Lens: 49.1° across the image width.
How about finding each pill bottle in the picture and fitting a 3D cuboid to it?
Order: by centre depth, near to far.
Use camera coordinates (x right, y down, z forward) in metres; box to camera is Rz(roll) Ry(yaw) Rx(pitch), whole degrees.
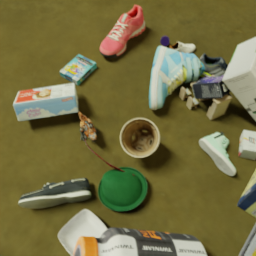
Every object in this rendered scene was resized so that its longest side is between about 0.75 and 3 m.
[{"bbox_3d":[0.230,3.155,6.430,2.933,1.558,1.558,13,55,-19],"label":"pill bottle"}]

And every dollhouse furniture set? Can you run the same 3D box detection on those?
[{"bbox_3d":[2.888,-1.215,10.128,1.412,1.000,1.537,-22,60,-14],"label":"dollhouse furniture set"}]

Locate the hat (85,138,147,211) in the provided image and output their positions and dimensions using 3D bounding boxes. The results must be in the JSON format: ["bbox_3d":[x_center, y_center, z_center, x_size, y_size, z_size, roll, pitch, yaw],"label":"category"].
[{"bbox_3d":[-0.413,1.382,7.997,1.753,1.543,1.452,3,53,16],"label":"hat"}]

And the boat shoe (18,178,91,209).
[{"bbox_3d":[-2.151,1.920,8.291,2.059,0.779,0.621,-3,57,-16],"label":"boat shoe"}]

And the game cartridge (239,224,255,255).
[{"bbox_3d":[3.695,3.016,6.747,1.567,2.351,0.476,18,23,9],"label":"game cartridge"}]

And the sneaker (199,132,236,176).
[{"bbox_3d":[3.142,0.775,9.110,0.902,0.563,1.530,-26,63,-21],"label":"sneaker"}]

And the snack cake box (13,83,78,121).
[{"bbox_3d":[-2.832,-0.925,9.859,2.050,0.689,1.179,-9,32,-6],"label":"snack cake box"}]

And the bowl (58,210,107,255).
[{"bbox_3d":[-1.191,3.007,7.740,1.151,0.430,1.149,39,65,23],"label":"bowl"}]

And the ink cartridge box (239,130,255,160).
[{"bbox_3d":[3.994,0.555,9.209,0.551,0.554,0.762,10,59,12],"label":"ink cartridge box"}]

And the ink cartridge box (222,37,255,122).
[{"bbox_3d":[4.544,-1.478,9.435,2.566,1.082,1.874,42,60,-21],"label":"ink cartridge box"}]

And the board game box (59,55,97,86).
[{"bbox_3d":[-2.009,-2.357,11.297,0.915,0.284,1.212,29,62,18],"label":"board game box"}]

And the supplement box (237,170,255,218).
[{"bbox_3d":[5.016,1.667,7.808,2.610,1.754,2.612,32,63,19],"label":"supplement box"}]

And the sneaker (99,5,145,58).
[{"bbox_3d":[-0.301,-4.161,11.856,1.046,1.231,2.838,30,65,18],"label":"sneaker"}]

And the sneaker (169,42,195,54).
[{"bbox_3d":[2.301,-3.391,11.823,1.250,0.529,0.455,-16,57,-12],"label":"sneaker"}]

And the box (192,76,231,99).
[{"bbox_3d":[2.884,-1.393,9.624,0.797,0.562,1.077,-32,23,-36],"label":"box"}]

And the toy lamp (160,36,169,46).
[{"bbox_3d":[1.520,-3.612,11.608,0.399,0.399,1.372,9,19,6],"label":"toy lamp"}]

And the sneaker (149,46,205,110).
[{"bbox_3d":[1.832,-1.844,10.438,1.951,1.188,2.988,9,59,7],"label":"sneaker"}]

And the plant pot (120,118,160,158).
[{"bbox_3d":[0.411,0.358,8.904,1.202,1.101,1.202,-1,83,7],"label":"plant pot"}]

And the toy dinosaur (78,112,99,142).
[{"bbox_3d":[-1.352,-0.042,9.447,0.657,0.872,1.285,-7,57,-4],"label":"toy dinosaur"}]

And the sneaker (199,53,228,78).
[{"bbox_3d":[3.634,-2.206,10.847,2.129,0.862,0.787,21,60,13],"label":"sneaker"}]
